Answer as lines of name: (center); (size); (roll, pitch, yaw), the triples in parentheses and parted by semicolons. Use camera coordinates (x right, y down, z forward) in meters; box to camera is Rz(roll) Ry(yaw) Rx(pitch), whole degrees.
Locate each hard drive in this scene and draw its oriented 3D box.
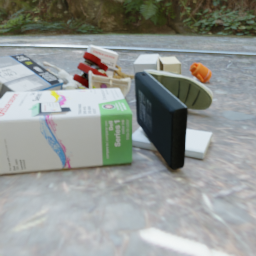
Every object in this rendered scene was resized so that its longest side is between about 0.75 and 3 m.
hard drive: (0.643, -0.233, 6.109); (0.334, 1.417, 2.030); (-13, 33, -14)
hard drive: (1.065, 0.279, 6.977); (1.813, 0.238, 1.196); (10, 24, 22)

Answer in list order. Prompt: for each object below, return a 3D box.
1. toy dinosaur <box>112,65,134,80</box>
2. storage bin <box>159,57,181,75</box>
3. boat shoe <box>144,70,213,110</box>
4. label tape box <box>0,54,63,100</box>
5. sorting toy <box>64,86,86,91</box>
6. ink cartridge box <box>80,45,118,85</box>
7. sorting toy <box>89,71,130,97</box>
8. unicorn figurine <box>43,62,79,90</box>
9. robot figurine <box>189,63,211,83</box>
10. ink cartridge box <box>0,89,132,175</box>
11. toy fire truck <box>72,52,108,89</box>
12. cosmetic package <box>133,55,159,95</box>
toy dinosaur: (-0.249, -2.399, 13.248); (2.638, 0.797, 1.401); (-15, 56, -32)
storage bin: (1.620, -1.965, 10.916); (0.666, 1.410, 1.420); (-4, 23, 0)
boat shoe: (1.579, -1.389, 9.227); (2.620, 0.979, 0.896); (25, 32, 19)
label tape box: (-4.062, -1.770, 9.532); (2.936, 0.929, 2.117); (35, 31, 9)
sorting toy: (-1.359, -1.287, 10.154); (1.765, 0.317, 2.369); (8, 14, -26)
ink cartridge box: (-1.211, -2.409, 11.425); (1.171, 1.609, 0.676); (12, 17, -19)
sorting toy: (-0.696, -0.977, 8.679); (1.379, 1.242, 0.737); (4, -6, -30)
unicorn figurine: (-2.702, -1.944, 11.305); (1.678, 0.902, 2.444); (24, 11, -5)
robot figurine: (3.410, -2.557, 13.090); (1.143, 0.666, 0.822); (30, 16, -14)
ink cartridge box: (-1.491, -0.056, 6.476); (2.903, 1.219, 2.102); (-4, 23, -9)
toy fire truck: (-0.926, -1.785, 10.074); (1.662, 1.110, 1.979); (26, 2, 14)
cosmetic package: (0.833, -2.351, 12.049); (0.907, 1.291, 2.546); (2, 21, 9)
